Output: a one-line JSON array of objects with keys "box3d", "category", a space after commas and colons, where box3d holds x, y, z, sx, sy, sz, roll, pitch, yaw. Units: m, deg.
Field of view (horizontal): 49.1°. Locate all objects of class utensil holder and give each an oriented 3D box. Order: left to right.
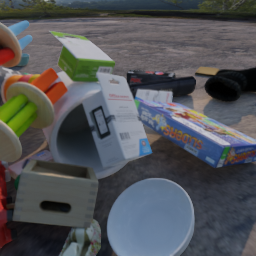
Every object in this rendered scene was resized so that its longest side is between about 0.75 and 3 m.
[{"box3d": [-1.107, -0.225, 6.743, 2.008, 2.008, 2.363, -13, 29, -23], "category": "utensil holder"}]

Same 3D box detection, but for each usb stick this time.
[{"box3d": [1.197, -1.423, 10.329, 2.849, 0.790, 0.465, -10, 54, -18], "category": "usb stick"}]

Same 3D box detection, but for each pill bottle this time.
[{"box3d": [-3.278, -0.924, 7.971, 2.483, 1.404, 1.404, 7, 15, -46], "category": "pill bottle"}]

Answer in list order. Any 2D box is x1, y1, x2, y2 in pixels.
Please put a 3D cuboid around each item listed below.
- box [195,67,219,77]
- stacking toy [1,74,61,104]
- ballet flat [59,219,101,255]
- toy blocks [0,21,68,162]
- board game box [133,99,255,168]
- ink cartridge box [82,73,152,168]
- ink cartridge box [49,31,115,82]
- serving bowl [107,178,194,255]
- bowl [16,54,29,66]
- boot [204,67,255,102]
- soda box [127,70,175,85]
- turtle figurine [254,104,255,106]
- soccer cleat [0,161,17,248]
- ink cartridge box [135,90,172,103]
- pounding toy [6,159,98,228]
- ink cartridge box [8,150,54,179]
[{"box3d": [3.813, -2.706, 13.457, 0.940, 0.122, 1.150, 13, 30, 21], "category": "box"}, {"box3d": [-1.946, -0.818, 6.038, 1.328, 0.970, 0.970, -11, 21, 27], "category": "stacking toy"}, {"box3d": [-0.765, 1.872, 4.323, 0.595, 0.503, 1.573, 4, 27, 6], "category": "ballet flat"}, {"box3d": [-2.165, -0.971, 5.213, 2.273, 0.990, 2.727, 31, 47, -2], "category": "toy blocks"}, {"box3d": [1.641, 0.020, 7.066, 1.924, 0.490, 2.843, 1, 23, -41], "category": "board game box"}, {"box3d": [-0.234, -0.149, 4.994, 0.521, 1.537, 0.891, -24, -11, 33], "category": "ink cartridge box"}, {"box3d": [-1.116, -1.633, 6.404, 1.019, 0.522, 1.379, -8, 43, -43], "category": "ink cartridge box"}, {"box3d": [0.395, 1.518, 4.442, 1.410, 0.464, 1.410, -18, 42, 17], "category": "serving bowl"}, {"box3d": [-5.639, -3.547, 14.619, 0.973, 0.509, 0.973, 2, 26, -1], "category": "bowl"}, {"box3d": [4.289, -1.631, 10.415, 2.593, 0.976, 1.939, 1, 19, 25], "category": "boot"}, {"box3d": [0.914, -1.910, 11.340, 1.903, 0.673, 0.603, 9, 26, 18], "category": "soda box"}, {"box3d": [5.307, -0.864, 8.459, 2.442, 1.758, 2.368, -14, 46, -25], "category": "turtle figurine"}, {"box3d": [-2.891, 1.115, 5.264, 1.273, 1.026, 2.989, -8, 33, -24], "category": "soccer cleat"}, {"box3d": [0.820, -0.794, 9.202, 1.166, 0.488, 0.846, 6, 44, 11], "category": "ink cartridge box"}, {"box3d": [-1.413, 1.198, 4.898, 1.510, 1.073, 1.390, 10, 1, -12], "category": "pounding toy"}, {"box3d": [-2.039, 0.934, 6.405, 0.907, 0.230, 1.030, 22, 35, 37], "category": "ink cartridge box"}]
